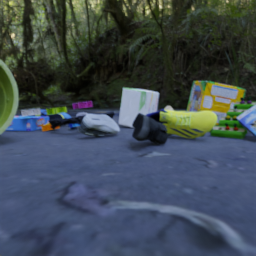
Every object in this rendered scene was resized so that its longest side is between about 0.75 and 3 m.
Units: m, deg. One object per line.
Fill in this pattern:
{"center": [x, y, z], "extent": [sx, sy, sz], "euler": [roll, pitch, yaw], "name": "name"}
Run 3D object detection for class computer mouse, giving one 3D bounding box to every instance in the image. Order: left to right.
{"center": [-1.789, -0.194, 10.903], "extent": [1.821, 0.597, 2.594], "euler": [-5, 5, 30], "name": "computer mouse"}

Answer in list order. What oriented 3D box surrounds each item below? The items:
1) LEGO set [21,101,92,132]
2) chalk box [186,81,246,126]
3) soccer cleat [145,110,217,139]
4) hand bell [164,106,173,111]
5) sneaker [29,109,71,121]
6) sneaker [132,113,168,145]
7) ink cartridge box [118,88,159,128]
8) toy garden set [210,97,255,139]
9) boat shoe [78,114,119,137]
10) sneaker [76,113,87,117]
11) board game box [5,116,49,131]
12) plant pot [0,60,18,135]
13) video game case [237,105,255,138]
{"center": [-2.996, -0.403, 11.889], "extent": [2.839, 1.083, 1.165], "euler": [-9, 5, -23], "name": "LEGO set"}
{"center": [3.877, -1.170, 13.113], "extent": [1.808, 1.799, 2.906], "euler": [10, 10, -3], "name": "chalk box"}
{"center": [1.555, -0.194, 8.913], "extent": [1.079, 0.834, 2.579], "euler": [31, -21, -34], "name": "soccer cleat"}
{"center": [2.682, -0.386, 13.694], "extent": [1.923, 1.001, 1.001], "euler": [19, 16, 38], "name": "hand bell"}
{"center": [-3.855, -0.525, 13.762], "extent": [2.241, 0.739, 0.879], "euler": [9, 13, 20], "name": "sneaker"}
{"center": [0.655, 0.087, 7.384], "extent": [1.032, 0.594, 1.979], "euler": [30, 11, -8], "name": "sneaker"}
{"center": [0.687, -0.988, 13.706], "extent": [0.991, 1.724, 2.944], "euler": [11, 10, 23], "name": "ink cartridge box"}
{"center": [4.268, -0.440, 9.549], "extent": [2.069, 0.495, 2.482], "euler": [6, 32, 42], "name": "toy garden set"}
{"center": [-0.994, -0.037, 9.309], "extent": [0.662, 0.673, 1.867], "euler": [-41, -26, 19], "name": "boat shoe"}
{"center": [-1.731, -0.367, 14.077], "extent": [1.680, 0.652, 0.941], "euler": [12, 4, 16], "name": "sneaker"}
{"center": [-4.931, -0.216, 12.186], "extent": [2.396, 0.539, 1.822], "euler": [1, 5, 6], "name": "board game box"}
{"center": [-4.818, -0.681, 8.104], "extent": [2.734, 2.734, 2.596], "euler": [-3, -6, -30], "name": "plant pot"}
{"center": [4.133, -0.278, 8.527], "extent": [1.148, 0.288, 1.266], "euler": [-37, 28, 10], "name": "video game case"}
